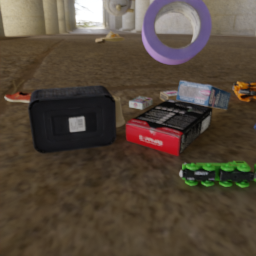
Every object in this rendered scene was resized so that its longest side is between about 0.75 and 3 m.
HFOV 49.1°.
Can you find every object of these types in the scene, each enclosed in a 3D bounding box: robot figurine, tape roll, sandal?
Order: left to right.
[{"bbox_3d":[-0.670,-3.326,10.145,1.070,0.352,0.392,-4,-2,14],"label":"sandal"},{"bbox_3d":[1.757,-3.684,10.488,2.462,2.462,1.046,0,3,0],"label":"tape roll"},{"bbox_3d":[5.790,-1.555,12.218,2.400,0.699,1.740,4,23,7],"label":"robot figurine"}]

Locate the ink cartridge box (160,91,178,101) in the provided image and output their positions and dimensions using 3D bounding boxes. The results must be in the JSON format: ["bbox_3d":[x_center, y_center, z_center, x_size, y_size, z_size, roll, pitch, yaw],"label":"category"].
[{"bbox_3d":[1.916,-1.385,12.312,0.823,0.309,0.678,-10,26,-20],"label":"ink cartridge box"}]

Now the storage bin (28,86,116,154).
[{"bbox_3d":[-1.590,-0.287,8.122,2.319,1.568,1.087,-6,23,-13],"label":"storage bin"}]

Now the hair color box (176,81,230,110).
[{"bbox_3d":[2.864,-1.180,10.419,1.190,0.720,2.379,16,9,33],"label":"hair color box"}]

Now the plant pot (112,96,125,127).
[{"bbox_3d":[-0.596,-0.601,9.713,0.986,0.902,0.986,0,23,0],"label":"plant pot"}]

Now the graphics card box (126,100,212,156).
[{"bbox_3d":[1.385,-0.138,8.873,1.736,0.704,2.767,15,28,30],"label":"graphics card box"}]

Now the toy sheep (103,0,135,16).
[{"bbox_3d":[-0.346,-4.535,9.980,1.162,1.162,1.685,-3,37,-6],"label":"toy sheep"}]

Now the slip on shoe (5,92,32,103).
[{"bbox_3d":[-4.699,-1.365,12.128,1.382,0.423,0.512,5,25,15],"label":"slip on shoe"}]

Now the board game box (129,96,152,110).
[{"bbox_3d":[0.528,-1.035,11.545,0.627,0.273,0.850,14,27,30],"label":"board game box"}]

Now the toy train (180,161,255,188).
[{"bbox_3d":[2.451,1.026,6.441,2.534,0.529,0.715,2,13,4],"label":"toy train"}]

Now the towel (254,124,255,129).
[{"bbox_3d":[5.009,0.125,9.012,1.100,0.181,1.519,-12,27,-31],"label":"towel"}]
